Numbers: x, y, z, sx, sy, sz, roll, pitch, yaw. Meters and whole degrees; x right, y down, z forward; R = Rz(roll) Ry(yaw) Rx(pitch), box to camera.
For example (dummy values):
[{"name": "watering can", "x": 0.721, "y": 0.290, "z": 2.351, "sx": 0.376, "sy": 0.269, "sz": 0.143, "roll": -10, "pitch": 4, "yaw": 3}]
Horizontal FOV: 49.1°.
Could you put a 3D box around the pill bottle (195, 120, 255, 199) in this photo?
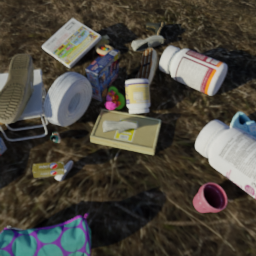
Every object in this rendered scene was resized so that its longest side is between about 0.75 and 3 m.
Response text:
[{"name": "pill bottle", "x": 3.755, "y": 1.004, "z": 9.305, "sx": 1.612, "sy": 1.612, "sz": 2.844, "roll": -31, "pitch": 49, "yaw": -24}]

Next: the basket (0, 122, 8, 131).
[{"name": "basket", "x": -5.564, "y": -0.392, "z": 11.486, "sx": 1.220, "sy": 0.909, "sz": 0.871, "roll": -6, "pitch": 17, "yaw": -5}]

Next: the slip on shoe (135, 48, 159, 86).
[{"name": "slip on shoe", "x": 0.936, "y": -2.560, "z": 13.092, "sx": 0.935, "sy": 0.745, "sz": 2.459, "roll": -11, "pitch": 56, "yaw": 37}]

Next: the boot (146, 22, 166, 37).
[{"name": "boot", "x": 1.433, "y": -5.491, "z": 15.803, "sx": 1.144, "sy": 0.640, "sz": 1.654, "roll": 8, "pitch": 36, "yaw": 13}]

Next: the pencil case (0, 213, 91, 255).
[{"name": "pencil case", "x": -2.336, "y": 3.217, "z": 7.883, "sx": 2.581, "sy": 1.098, "sz": 1.193, "roll": -7, "pitch": 79, "yaw": -7}]

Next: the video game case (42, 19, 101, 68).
[{"name": "video game case", "x": -2.929, "y": -4.406, "z": 14.465, "sx": 2.129, "sy": 0.268, "sz": 2.339, "roll": 37, "pitch": 76, "yaw": 21}]

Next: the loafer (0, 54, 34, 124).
[{"name": "loafer", "x": -3.860, "y": -1.323, "z": 10.007, "sx": 1.023, "sy": 0.923, "sz": 2.704, "roll": 7, "pitch": 69, "yaw": 9}]

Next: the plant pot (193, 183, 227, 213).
[{"name": "plant pot", "x": 2.487, "y": 2.264, "z": 8.768, "sx": 0.889, "sy": 0.796, "sz": 0.889, "roll": 12, "pitch": 54, "yaw": -17}]

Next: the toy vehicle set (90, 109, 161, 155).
[{"name": "toy vehicle set", "x": -0.067, "y": 0.119, "z": 11.069, "sx": 2.517, "sy": 0.334, "sz": 1.564, "roll": 11, "pitch": 50, "yaw": 10}]

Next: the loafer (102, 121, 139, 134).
[{"name": "loafer", "x": -0.287, "y": -0.004, "z": 10.633, "sx": 1.380, "sy": 0.483, "sz": 0.482, "roll": 1, "pitch": 82, "yaw": 11}]

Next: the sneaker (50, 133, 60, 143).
[{"name": "sneaker", "x": -2.829, "y": 0.345, "z": 10.701, "sx": 0.303, "sy": 0.271, "sz": 0.758, "roll": 13, "pitch": 11, "yaw": -31}]

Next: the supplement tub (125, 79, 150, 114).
[{"name": "supplement tub", "x": 0.403, "y": -1.286, "z": 11.492, "sx": 0.977, "sy": 0.977, "sz": 1.343, "roll": -4, "pitch": 94, "yaw": 0}]

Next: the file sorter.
[{"name": "file sorter", "x": -4.146, "y": -0.878, "z": 11.141, "sx": 1.708, "sy": 1.533, "sz": 2.461, "roll": -9, "pitch": 50, "yaw": -8}]

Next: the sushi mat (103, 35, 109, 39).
[{"name": "sushi mat", "x": -1.470, "y": -5.009, "z": 15.685, "sx": 0.767, "sy": 0.046, "sz": 0.367, "roll": -21, "pitch": 54, "yaw": -18}]

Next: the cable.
[{"name": "cable", "x": -2.295, "y": -1.059, "z": 10.862, "sx": 0.759, "sy": 2.192, "sz": 2.192, "roll": 28, "pitch": 65, "yaw": 15}]

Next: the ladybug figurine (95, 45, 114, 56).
[{"name": "ladybug figurine", "x": -1.196, "y": -3.991, "z": 14.574, "sx": 1.090, "sy": 0.392, "sz": 0.740, "roll": 21, "pitch": 53, "yaw": 17}]

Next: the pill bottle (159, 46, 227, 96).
[{"name": "pill bottle", "x": 2.898, "y": -2.656, "z": 12.683, "sx": 2.741, "sy": 1.502, "sz": 1.502, "roll": 30, "pitch": 55, "yaw": 23}]

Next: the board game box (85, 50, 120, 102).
[{"name": "board game box", "x": -1.082, "y": -2.158, "z": 12.020, "sx": 0.575, "sy": 1.862, "sz": 1.863, "roll": 25, "pitch": 51, "yaw": 13}]

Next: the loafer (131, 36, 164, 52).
[{"name": "loafer", "x": 1.078, "y": -4.418, "z": 14.844, "sx": 1.776, "sy": 0.621, "sz": 0.620, "roll": -17, "pitch": 56, "yaw": -4}]

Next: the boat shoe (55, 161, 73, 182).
[{"name": "boat shoe", "x": -2.276, "y": 1.484, "z": 9.915, "sx": 0.279, "sy": 0.314, "sz": 0.852, "roll": 22, "pitch": 52, "yaw": 13}]

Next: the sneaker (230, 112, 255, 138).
[{"name": "sneaker", "x": 4.487, "y": 0.286, "z": 10.350, "sx": 0.853, "sy": 0.946, "sz": 2.309, "roll": -12, "pitch": 42, "yaw": -10}]

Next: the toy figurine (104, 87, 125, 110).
[{"name": "toy figurine", "x": -0.658, "y": -1.133, "z": 11.480, "sx": 0.755, "sy": 1.005, "sz": 0.925, "roll": -14, "pitch": 13, "yaw": 20}]

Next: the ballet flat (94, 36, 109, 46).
[{"name": "ballet flat", "x": -2.079, "y": -4.769, "z": 15.056, "sx": 2.095, "sy": 0.740, "sz": 0.740, "roll": -1, "pitch": 49, "yaw": -1}]

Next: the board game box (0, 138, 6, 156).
[{"name": "board game box", "x": -5.907, "y": 1.196, "z": 9.794, "sx": 2.796, "sy": 0.863, "sz": 2.797, "roll": -7, "pitch": 49, "yaw": -5}]

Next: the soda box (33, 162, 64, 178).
[{"name": "soda box", "x": -2.627, "y": 1.380, "z": 9.273, "sx": 0.989, "sy": 0.316, "sz": 0.335, "roll": -5, "pitch": 44, "yaw": -11}]
